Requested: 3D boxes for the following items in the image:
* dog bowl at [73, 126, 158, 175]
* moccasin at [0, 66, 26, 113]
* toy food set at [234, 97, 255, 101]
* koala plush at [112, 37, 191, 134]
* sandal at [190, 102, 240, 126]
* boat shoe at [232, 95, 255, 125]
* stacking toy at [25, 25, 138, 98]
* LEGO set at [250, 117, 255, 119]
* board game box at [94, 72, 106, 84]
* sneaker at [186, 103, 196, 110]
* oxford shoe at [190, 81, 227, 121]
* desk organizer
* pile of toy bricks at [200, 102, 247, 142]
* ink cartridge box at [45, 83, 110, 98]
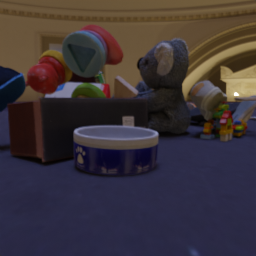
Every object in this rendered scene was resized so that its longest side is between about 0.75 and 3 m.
[{"bbox_3d":[-0.193,0.306,4.411,1.315,0.518,1.315,2,8,0],"label":"dog bowl"},{"bbox_3d":[-3.092,-0.434,5.440,0.798,0.941,2.340,32,47,15],"label":"moccasin"},{"bbox_3d":[3.996,-0.180,6.828,1.501,0.833,2.551,-6,17,-23],"label":"toy food set"},{"bbox_3d":[0.968,-1.278,7.844,2.243,2.441,2.165,23,25,18],"label":"koala plush"},{"bbox_3d":[2.891,-0.389,9.962,1.112,0.626,2.924,-28,12,-15],"label":"sandal"},{"bbox_3d":[3.490,-0.429,8.431,0.413,1.237,0.455,45,-1,-31],"label":"boat shoe"},{"bbox_3d":[-1.144,-1.065,6.686,2.377,2.152,1.004,-23,22,35],"label":"stacking toy"},{"bbox_3d":[5.126,-0.551,12.616,1.569,0.385,1.172,0,3,-1],"label":"LEGO set"},{"bbox_3d":[-1.062,-1.524,12.882,0.232,1.977,1.036,-12,18,14],"label":"board game box"},{"bbox_3d":[3.004,-0.592,11.737,0.681,0.690,1.764,2,16,-36],"label":"sneaker"},{"bbox_3d":[2.276,-0.774,7.940,0.687,0.895,2.381,41,9,23],"label":"oxford shoe"},{"bbox_3d":[-0.851,-0.074,5.758,1.101,1.026,2.860,0,4,40],"label":"desk organizer"},{"bbox_3d":[2.543,-0.242,7.494,1.040,0.926,1.875,6,9,38],"label":"pile of toy bricks"},{"bbox_3d":[-1.418,-0.751,9.225,2.487,0.836,1.445,2,44,4],"label":"ink cartridge box"}]
